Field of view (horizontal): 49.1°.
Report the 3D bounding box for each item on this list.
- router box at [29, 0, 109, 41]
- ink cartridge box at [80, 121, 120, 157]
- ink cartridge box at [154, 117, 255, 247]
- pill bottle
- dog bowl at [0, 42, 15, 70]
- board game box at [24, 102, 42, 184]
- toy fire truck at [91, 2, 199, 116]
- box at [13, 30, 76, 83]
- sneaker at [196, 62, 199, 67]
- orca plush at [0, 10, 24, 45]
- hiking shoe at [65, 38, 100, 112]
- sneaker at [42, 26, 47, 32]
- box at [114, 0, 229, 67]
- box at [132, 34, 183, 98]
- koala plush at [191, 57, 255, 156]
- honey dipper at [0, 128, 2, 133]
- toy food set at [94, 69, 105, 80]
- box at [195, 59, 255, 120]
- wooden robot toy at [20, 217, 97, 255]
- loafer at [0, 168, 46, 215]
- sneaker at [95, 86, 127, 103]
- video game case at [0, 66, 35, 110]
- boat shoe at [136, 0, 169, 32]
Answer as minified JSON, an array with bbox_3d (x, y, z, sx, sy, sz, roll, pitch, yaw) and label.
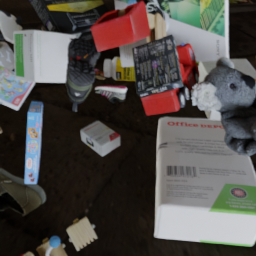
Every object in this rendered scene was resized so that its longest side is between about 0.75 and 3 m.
[{"bbox_3d":[-1.714,-3.703,8.959,2.304,0.602,1.812,-28,87,-40],"label":"router box"},{"bbox_3d":[-0.842,0.302,8.462,0.737,0.419,1.012,-31,48,-33],"label":"ink cartridge box"},{"bbox_3d":[1.749,1.111,6.780,2.136,1.233,2.936,4,39,5],"label":"ink cartridge box"},{"bbox_3d":[-0.117,-2.401,11.447,1.683,0.946,0.946,3,39,5],"label":"pill bottle"},{"bbox_3d":[-6.010,-2.597,11.254,2.989,0.877,2.989,-10,32,6],"label":"dog bowl"},{"bbox_3d":[-1.389,0.189,4.134,0.189,1.031,0.780,3,15,-16],"label":"board game box"},{"bbox_3d":[0.545,-1.294,5.037,0.658,1.904,2.701,-6,25,30],"label":"toy fire truck"},{"bbox_3d":[-2.231,-1.891,7.552,1.116,1.296,1.303,14,17,39],"label":"box"},{"bbox_3d":[2.658,-3.269,12.858,1.857,0.703,0.975,25,32,16],"label":"sneaker"},{"bbox_3d":[-3.754,-3.122,8.941,1.813,0.644,0.954,33,86,21],"label":"orca plush"},{"bbox_3d":[-0.785,-0.894,4.422,0.524,0.697,1.385,17,40,-13],"label":"hiking shoe"},{"bbox_3d":[-2.635,-3.299,9.404,0.304,0.323,0.788,-13,46,-41],"label":"sneaker"},{"bbox_3d":[1.056,-2.679,7.155,2.854,2.060,0.519,1,18,25],"label":"box"},{"bbox_3d":[0.386,-0.841,3.823,0.606,0.165,0.757,-14,66,19],"label":"box"},{"bbox_3d":[2.094,-0.482,5.394,1.737,1.596,1.540,42,64,-2],"label":"koala plush"},{"bbox_3d":[-3.120,0.748,5.143,2.098,0.398,0.398,-50,49,4],"label":"honey dipper"},{"bbox_3d":[-1.332,-2.330,11.997,0.936,0.147,0.595,15,41,18],"label":"toy food set"},{"bbox_3d":[3.548,-1.380,9.905,1.787,1.248,2.347,0,38,0],"label":"box"},{"bbox_3d":[-1.648,2.890,5.040,2.788,1.228,1.265,-28,82,-31],"label":"wooden robot toy"},{"bbox_3d":[-3.028,1.490,6.676,2.086,0.784,0.726,13,36,15],"label":"loafer"},{"bbox_3d":[-0.519,-0.957,8.080,1.111,0.486,0.410,8,17,33],"label":"sneaker"},{"bbox_3d":[-3.461,-1.201,7.514,1.536,0.134,1.098,25,50,-12],"label":"video game case"},{"bbox_3d":[0.476,-2.469,5.997,0.458,0.496,1.342,11,50,-32],"label":"boat shoe"}]
